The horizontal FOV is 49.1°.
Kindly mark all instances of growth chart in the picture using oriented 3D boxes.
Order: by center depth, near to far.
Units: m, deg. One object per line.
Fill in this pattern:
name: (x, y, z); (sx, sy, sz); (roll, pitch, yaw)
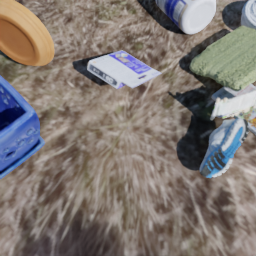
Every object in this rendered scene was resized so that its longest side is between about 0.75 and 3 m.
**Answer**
growth chart: (2.703, -0.568, 6.973); (1.420, 1.028, 0.126); (-16, 60, -10)

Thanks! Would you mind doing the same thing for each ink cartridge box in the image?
ink cartridge box: (-0.076, -1.564, 7.776); (1.510, 0.328, 1.496); (34, 41, 21)

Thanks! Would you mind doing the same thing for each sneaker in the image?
sneaker: (2.143, 0.452, 6.635); (1.657, 0.621, 0.718); (-49, 27, -15)

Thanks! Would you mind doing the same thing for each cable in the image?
cable: (4.748, -3.580, 9.203); (2.051, 0.710, 2.051); (-2, 59, 0)

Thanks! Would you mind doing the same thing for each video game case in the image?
video game case: (3.307, -0.643, 7.694); (1.181, 0.149, 1.649); (-34, 64, -19)

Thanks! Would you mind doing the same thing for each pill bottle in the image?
pill bottle: (1.718, -4.280, 9.273); (1.307, 1.307, 2.259); (-25, 62, -15)

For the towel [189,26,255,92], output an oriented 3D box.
towel: (3.262, -2.069, 8.119); (2.558, 0.467, 1.897); (-37, 49, -18)

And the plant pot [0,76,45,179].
plant pot: (-3.110, 0.095, 6.347); (1.847, 1.661, 1.847); (40, 66, 21)

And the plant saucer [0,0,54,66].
plant saucer: (-2.926, -2.385, 7.344); (2.056, 2.056, 0.385); (20, 60, 12)
